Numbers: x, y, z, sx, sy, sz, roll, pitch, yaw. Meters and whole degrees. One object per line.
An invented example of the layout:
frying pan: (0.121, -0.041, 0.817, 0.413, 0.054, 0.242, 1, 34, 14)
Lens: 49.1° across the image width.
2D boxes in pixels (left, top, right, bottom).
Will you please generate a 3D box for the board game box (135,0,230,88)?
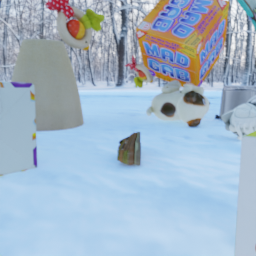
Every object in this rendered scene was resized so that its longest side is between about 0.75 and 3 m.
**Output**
board game box: (2.042, -3.233, 10.405, 2.342, 2.340, 2.340, 27, -21, 26)

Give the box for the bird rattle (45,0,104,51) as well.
bird rattle: (-1.862, -3.710, 9.763, 1.246, 1.803, 2.212, -7, -13, 32)

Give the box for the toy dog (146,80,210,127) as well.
toy dog: (1.809, -0.812, 9.501, 2.029, 1.460, 2.093, -10, 15, -27)

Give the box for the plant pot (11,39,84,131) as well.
plant pot: (-2.686, -1.432, 9.065, 2.495, 2.664, 2.495, 2, 12, 0)

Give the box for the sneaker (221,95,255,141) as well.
sneaker: (3.060, -0.018, 6.332, 1.202, 1.114, 2.966, -17, 9, 3)

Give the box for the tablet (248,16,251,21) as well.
tablet: (4.515, -4.267, 9.972, 0.064, 0.943, 0.613, -37, 36, -13)

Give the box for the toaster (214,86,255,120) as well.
toaster: (4.188, -0.888, 10.223, 2.014, 1.301, 1.145, 8, 12, 42)

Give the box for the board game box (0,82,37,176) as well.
board game box: (-2.952, -0.127, 5.060, 1.432, 1.458, 2.781, -8, 13, -44)

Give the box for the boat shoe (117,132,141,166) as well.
boat shoe: (0.014, 0.342, 5.313, 0.440, 0.466, 1.295, 1, 9, 1)

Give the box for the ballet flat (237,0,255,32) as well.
ballet flat: (1.812, -1.591, 3.903, 0.286, 0.803, 0.278, -35, 21, 17)

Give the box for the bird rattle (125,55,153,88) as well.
bird rattle: (0.495, -2.090, 10.418, 0.690, 1.225, 0.998, -40, 40, -23)

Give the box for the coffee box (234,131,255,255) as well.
coffee box: (1.530, 0.557, 2.025, 1.109, 1.099, 1.111, 8, 12, 41)
